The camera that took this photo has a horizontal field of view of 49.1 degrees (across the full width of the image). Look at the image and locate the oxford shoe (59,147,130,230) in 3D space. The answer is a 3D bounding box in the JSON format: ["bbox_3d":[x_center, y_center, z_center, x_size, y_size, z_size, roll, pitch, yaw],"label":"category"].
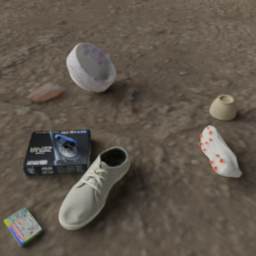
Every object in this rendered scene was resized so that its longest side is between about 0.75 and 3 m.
[{"bbox_3d":[-0.914,1.548,7.970,1.102,0.846,2.930,25,49,22],"label":"oxford shoe"}]

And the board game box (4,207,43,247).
[{"bbox_3d":[-2.754,2.569,7.329,0.623,0.135,0.926,-32,50,-32],"label":"board game box"}]

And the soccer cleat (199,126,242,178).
[{"bbox_3d":[2.919,0.768,9.016,0.863,0.771,2.226,24,30,-17],"label":"soccer cleat"}]

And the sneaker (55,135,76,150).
[{"bbox_3d":[-2.049,0.464,8.922,0.881,0.309,0.343,13,70,35],"label":"sneaker"}]

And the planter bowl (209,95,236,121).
[{"bbox_3d":[3.714,-0.853,10.804,0.998,0.672,0.998,0,40,0],"label":"planter bowl"}]

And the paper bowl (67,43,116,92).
[{"bbox_3d":[-1.626,-2.440,11.881,2.099,1.092,2.099,29,42,-30],"label":"paper bowl"}]

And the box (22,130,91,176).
[{"bbox_3d":[-2.246,0.768,9.146,2.007,0.437,1.608,-2,41,-2],"label":"box"}]
